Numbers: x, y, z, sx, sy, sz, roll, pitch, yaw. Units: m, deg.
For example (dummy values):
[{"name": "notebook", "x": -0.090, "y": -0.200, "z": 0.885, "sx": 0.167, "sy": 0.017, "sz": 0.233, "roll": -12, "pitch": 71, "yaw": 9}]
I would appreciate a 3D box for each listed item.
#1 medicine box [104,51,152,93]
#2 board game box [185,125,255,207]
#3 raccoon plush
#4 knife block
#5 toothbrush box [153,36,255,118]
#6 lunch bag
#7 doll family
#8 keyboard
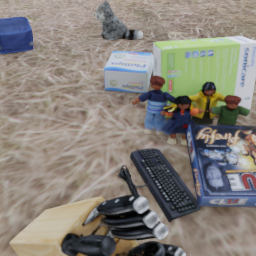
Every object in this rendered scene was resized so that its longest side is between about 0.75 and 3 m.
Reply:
[{"name": "medicine box", "x": 0.043, "y": -1.952, "z": 9.656, "sx": 1.438, "sy": 0.813, "sz": 1.579, "roll": 5, "pitch": 38, "yaw": 7}, {"name": "board game box", "x": 2.696, "y": 0.772, "z": 6.010, "sx": 2.644, "sy": 0.458, "sz": 1.791, "roll": 1, "pitch": 52, "yaw": -4}, {"name": "raccoon plush", "x": -0.423, "y": -5.037, "z": 13.042, "sx": 2.290, "sy": 1.534, "sz": 1.108, "roll": -1, "pitch": 38, "yaw": -1}, {"name": "knife block", "x": -0.673, "y": 1.497, "z": 3.878, "sx": 2.781, "sy": 2.441, "sz": 0.890, "roll": 24, "pitch": 43, "yaw": 28}, {"name": "toothbrush box", "x": 2.091, "y": -1.454, "z": 7.933, "sx": 2.639, "sy": 1.922, "sz": 1.136, "roll": -5, "pitch": 27, "yaw": -3}, {"name": "lunch bag", "x": -4.939, "y": -3.849, "z": 11.866, "sx": 1.729, "sy": 1.144, "sz": 1.174, "roll": -13, "pitch": 55, "yaw": -18}, {"name": "doll family", "x": 1.534, "y": -0.487, "z": 7.099, "sx": 2.800, "sy": 1.619, "sz": 1.099, "roll": -5, "pitch": 39, "yaw": -5}, {"name": "keyboard", "x": 0.540, "y": 1.170, "z": 6.140, "sx": 1.282, "sy": 0.208, "sz": 2.017, "roll": -15, "pitch": 39, "yaw": -18}]
